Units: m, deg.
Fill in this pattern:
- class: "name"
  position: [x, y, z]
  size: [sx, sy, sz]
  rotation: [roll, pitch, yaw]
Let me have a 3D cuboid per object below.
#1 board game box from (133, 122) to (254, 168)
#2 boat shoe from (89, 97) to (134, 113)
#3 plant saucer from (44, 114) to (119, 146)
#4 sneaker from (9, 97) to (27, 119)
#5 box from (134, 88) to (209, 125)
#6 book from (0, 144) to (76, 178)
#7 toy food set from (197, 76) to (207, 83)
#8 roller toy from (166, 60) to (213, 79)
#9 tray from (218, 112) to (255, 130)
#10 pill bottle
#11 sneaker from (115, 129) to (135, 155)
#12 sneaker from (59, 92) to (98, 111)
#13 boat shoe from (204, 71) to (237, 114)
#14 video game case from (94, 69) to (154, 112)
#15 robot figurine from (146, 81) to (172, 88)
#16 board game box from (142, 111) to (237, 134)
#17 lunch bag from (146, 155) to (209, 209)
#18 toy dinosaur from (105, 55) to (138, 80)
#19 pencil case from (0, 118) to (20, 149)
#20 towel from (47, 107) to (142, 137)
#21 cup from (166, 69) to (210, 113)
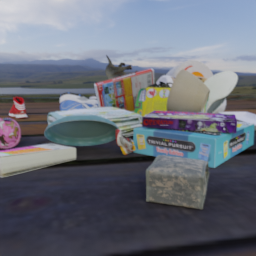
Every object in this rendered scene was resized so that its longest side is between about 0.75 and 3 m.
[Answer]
- class: "board game box"
  position: [1.719, 0.224, 6.970]
  size: [2.002, 0.622, 2.653]
  rotation: [7, 11, 38]
- class: "boat shoe"
  position: [-0.721, -0.812, 12.926]
  size: [2.570, 0.897, 0.911]
  rotation: [9, -22, 13]
- class: "plant saucer"
  position: [-1.039, 0.059, 6.452]
  size: [1.712, 0.235, 1.712]
  rotation: [-3, -22, -1]
- class: "sneaker"
  position: [-5.346, -1.016, 13.611]
  size: [0.679, 1.002, 1.734]
  rotation: [-8, 12, -41]
- class: "box"
  position: [1.413, -0.627, 9.603]
  size: [2.458, 1.442, 0.595]
  rotation: [7, -19, 22]
- class: "book"
  position: [-2.023, 0.563, 5.745]
  size: [1.053, 0.379, 1.576]
  rotation: [6, 10, 44]
- class: "toy food set"
  position: [3.448, -1.884, 13.149]
  size: [1.475, 0.359, 1.460]
  rotation: [12, -23, 31]
- class: "roller toy"
  position: [3.234, -2.333, 15.206]
  size: [2.416, 2.649, 1.851]
  rotation: [33, -12, -11]
- class: "tray"
  position: [4.528, -0.270, 10.505]
  size: [1.330, 0.275, 2.478]
  rotation: [0, 13, -10]
- class: "pill bottle"
  position: [2.681, -1.216, 12.244]
  size: [2.961, 1.643, 1.643]
  rotation: [8, 6, -19]
- class: "sneaker"
  position: [-0.065, 0.281, 6.176]
  size: [0.329, 0.802, 0.312]
  rotation: [-17, 50, 10]
- class: "sneaker"
  position: [-1.562, -0.651, 11.667]
  size: [2.682, 1.033, 1.016]
  rotation: [9, -20, -20]
- class: "boat shoe"
  position: [2.881, -0.967, 9.985]
  size: [0.926, 2.543, 0.786]
  rotation: [41, -5, 28]
- class: "video game case"
  position: [-0.061, -1.259, 10.856]
  size: [2.320, 1.659, 0.202]
  rotation: [-18, 41, -13]
- class: "robot figurine"
  position: [1.697, -0.817, 10.688]
  size: [2.430, 1.761, 0.707]
  rotation: [7, -7, 5]
- class: "board game box"
  position: [1.444, -0.169, 6.534]
  size: [2.018, 0.326, 1.211]
  rotation: [4, 7, 18]
- class: "lunch bag"
  position: [0.745, 0.713, 4.073]
  size: [0.787, 0.564, 0.960]
  rotation: [3, 14, 20]
- class: "toy dinosaur"
  position: [-0.439, -2.533, 13.676]
  size: [1.455, 2.846, 1.095]
  rotation: [-28, -6, -27]
- class: "pencil case"
  position: [-3.666, 0.061, 7.388]
  size: [1.944, 0.841, 0.805]
  rotation: [6, 27, 40]
- class: "towel"
  position: [-1.166, -0.170, 9.102]
  size: [2.500, 0.703, 2.920]
  rotation: [-6, 12, -24]
- class: "cup"
  position: [1.805, -0.933, 8.124]
  size: [0.938, 1.311, 1.311]
  rotation: [21, 16, 20]
